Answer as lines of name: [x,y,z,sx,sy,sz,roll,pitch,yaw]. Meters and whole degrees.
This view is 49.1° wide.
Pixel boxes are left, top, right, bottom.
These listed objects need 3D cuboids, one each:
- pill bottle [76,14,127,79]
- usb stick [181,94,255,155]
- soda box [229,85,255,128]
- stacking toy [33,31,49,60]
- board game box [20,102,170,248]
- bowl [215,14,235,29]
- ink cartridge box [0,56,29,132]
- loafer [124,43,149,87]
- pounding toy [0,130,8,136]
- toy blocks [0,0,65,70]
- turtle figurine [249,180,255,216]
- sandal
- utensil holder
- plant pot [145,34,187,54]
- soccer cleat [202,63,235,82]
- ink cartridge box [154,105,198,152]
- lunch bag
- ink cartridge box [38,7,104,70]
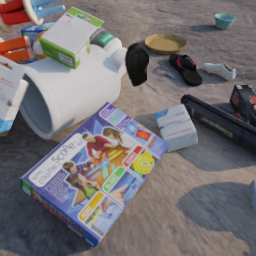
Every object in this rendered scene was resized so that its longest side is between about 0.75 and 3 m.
pill bottle: [-1.124,-2.777,9.718,2.483,1.404,1.404,37,48,4]
usb stick: [2.609,-0.092,7.552,0.465,0.790,2.849,-46,54,-11]
soda box: [3.562,-0.487,8.079,0.603,0.673,1.903,1,39,-2]
stacking toy: [-2.311,-2.189,7.777,0.970,0.970,1.328,0,19,0]
board game box: [-0.573,0.795,6.135,1.924,0.490,2.843,35,51,11]
bowl: [4.714,-5.220,13.792,0.973,0.509,0.973,2,42,-2]
ink cartridge box: [-2.872,-0.793,6.293,0.891,1.537,0.521,26,6,-1]
loafer: [0.153,-1.909,8.281,0.704,1.929,0.688,-27,72,-8]
pounding toy: [-3.949,-0.469,7.688,1.390,1.073,1.510,-1,49,-40]
toy blocks: [-3.006,-2.569,7.424,2.727,0.990,2.273,-11,68,10]
turtle figurine: [2.245,2.540,3.859,2.442,1.758,2.368,30,64,30]
sandal: [2.168,-2.314,10.379,0.828,0.497,2.203,-8,41,-10]
utensil holder: [-1.692,-1.109,7.819,2.008,2.008,2.363,32,48,32]
plant pot: [1.637,-3.640,12.152,1.811,0.249,1.811,-1,40,0]
soccer cleat: [3.318,-2.164,10.189,0.463,0.518,1.336,-30,48,-30]
ink cartridge box: [1.269,-0.004,7.502,0.846,0.488,1.166,-17,40,5]
lunch bag: [-3.237,-3.308,10.906,1.580,1.343,1.007,-16,42,-19]
ink cartridge box: [-1.364,-2.266,7.013,1.019,0.522,1.379,28,64,11]
